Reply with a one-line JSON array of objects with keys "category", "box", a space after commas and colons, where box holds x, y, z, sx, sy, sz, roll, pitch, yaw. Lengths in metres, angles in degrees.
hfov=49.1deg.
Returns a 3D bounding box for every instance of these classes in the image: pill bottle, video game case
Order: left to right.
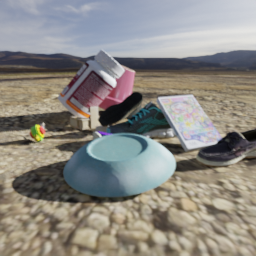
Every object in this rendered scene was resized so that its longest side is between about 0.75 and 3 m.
[{"category": "pill bottle", "box": [-1.568, -1.861, 12.133, 1.604, 2.810, 1.604, 41, 5, -5]}, {"category": "video game case", "box": [2.063, -0.232, 9.415, 1.562, 0.197, 2.181, -7, 54, -28]}]

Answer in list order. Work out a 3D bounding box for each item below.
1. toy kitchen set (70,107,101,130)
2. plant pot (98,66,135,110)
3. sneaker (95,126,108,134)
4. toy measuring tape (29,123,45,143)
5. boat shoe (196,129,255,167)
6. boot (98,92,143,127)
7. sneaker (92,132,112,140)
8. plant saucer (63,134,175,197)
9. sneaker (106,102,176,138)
[{"category": "toy kitchen set", "box": [-1.715, -0.483, 11.596, 1.059, 0.864, 0.955, -11, 17, -41]}, {"category": "plant pot", "box": [-0.734, -2.073, 13.929, 2.360, 2.112, 2.360, 20, 13, -5]}, {"category": "sneaker", "box": [-0.784, 0.023, 10.789, 0.841, 0.310, 0.486, 11, 17, 26]}, {"category": "toy measuring tape", "box": [-3.184, 0.038, 9.877, 0.511, 0.511, 1.389, -3, 28, -10]}, {"category": "boat shoe", "box": [3.010, 0.471, 7.918, 2.465, 0.799, 0.886, -8, 23, -19]}, {"category": "boot", "box": [-0.181, -0.421, 10.960, 1.924, 1.331, 0.745, -30, 65, -9]}, {"category": "sneaker", "box": [-0.585, 0.413, 8.997, 0.686, 0.480, 1.380, -9, 18, -39]}, {"category": "plant saucer", "box": [-0.233, 0.677, 6.890, 2.770, 0.533, 2.770, -4, 23, 2]}, {"category": "sneaker", "box": [0.580, -0.287, 9.900, 2.868, 1.308, 1.113, -8, 21, -25]}]
